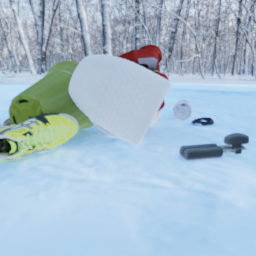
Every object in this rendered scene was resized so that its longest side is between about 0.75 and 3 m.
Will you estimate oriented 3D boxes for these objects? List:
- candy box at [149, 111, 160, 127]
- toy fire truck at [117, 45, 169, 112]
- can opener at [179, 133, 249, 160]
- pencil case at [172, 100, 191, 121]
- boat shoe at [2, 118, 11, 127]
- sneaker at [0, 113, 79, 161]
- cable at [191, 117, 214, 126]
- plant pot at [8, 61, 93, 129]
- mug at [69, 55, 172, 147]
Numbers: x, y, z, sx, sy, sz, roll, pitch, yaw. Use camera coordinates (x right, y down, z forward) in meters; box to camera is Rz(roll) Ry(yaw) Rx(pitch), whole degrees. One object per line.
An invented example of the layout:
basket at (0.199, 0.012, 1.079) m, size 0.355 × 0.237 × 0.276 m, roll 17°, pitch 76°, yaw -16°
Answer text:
candy box at (0.049, -0.703, 12.364) m, size 2.471 × 0.884 × 2.072 m, roll 3°, pitch 12°, yaw 16°
toy fire truck at (0.076, -1.649, 10.139) m, size 2.437 × 1.627 × 2.902 m, roll -7°, pitch -26°, yaw -5°
can opener at (2.285, 0.497, 7.457) m, size 1.878 × 0.624 × 0.494 m, roll -8°, pitch 14°, yaw -13°
pencil case at (2.618, -0.884, 13.497) m, size 0.864 × 0.792 × 1.904 m, roll 4°, pitch 12°, yaw 13°
boat shoe at (-3.816, -0.162, 10.560) m, size 1.688 × 0.606 × 0.502 m, roll -4°, pitch 8°, yaw -44°
sneaker at (-2.645, 0.354, 7.361) m, size 2.858 × 1.078 × 1.092 m, roll -16°, pitch 24°, yaw -21°
cable at (3.200, -0.261, 11.965) m, size 0.857 × 0.267 × 1.050 m, roll 1°, pitch 13°, yaw 31°
plant pot at (-2.532, -0.695, 9.444) m, size 2.644 × 2.644 × 2.510 m, roll 5°, pitch 25°, yaw 23°
mug at (-0.426, -0.757, 8.639) m, size 2.567 × 2.928 × 2.162 m, roll 29°, pitch 52°, yaw 4°
